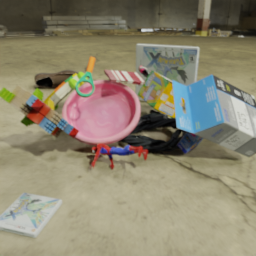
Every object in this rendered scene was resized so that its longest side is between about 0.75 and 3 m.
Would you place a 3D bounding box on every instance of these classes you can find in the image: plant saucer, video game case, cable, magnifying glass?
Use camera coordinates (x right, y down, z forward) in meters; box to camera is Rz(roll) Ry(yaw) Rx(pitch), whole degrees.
[{"bbox_3d":[-0.862,-0.456,9.231,2.534,0.642,2.534,-1,57,2],"label":"plant saucer"},{"bbox_3d":[-2.233,1.921,6.305,1.057,0.128,1.160,6,24,14],"label":"video game case"},{"bbox_3d":[0.881,0.241,9.721,2.641,0.671,2.155,-14,34,-26],"label":"cable"},{"bbox_3d":[1.687,-2.413,12.888,2.917,2.659,0.321,11,25,25],"label":"video game case"},{"bbox_3d":[-1.185,-1.501,8.224,0.545,0.153,1.369,14,64,-9],"label":"magnifying glass"}]

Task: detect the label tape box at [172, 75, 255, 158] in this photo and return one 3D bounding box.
[{"bbox_3d":[2.680,-0.497,8.203,2.698,0.854,1.946,21,47,-22],"label":"label tape box"}]

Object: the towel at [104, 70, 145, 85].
[{"bbox_3d":[-0.129,-1.725,9.561,1.245,0.142,0.897,0,33,-21],"label":"towel"}]

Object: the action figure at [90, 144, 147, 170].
[{"bbox_3d":[-0.386,0.881,7.875,1.737,0.860,0.567,5,-18,33],"label":"action figure"}]

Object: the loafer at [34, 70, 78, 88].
[{"bbox_3d":[-4.036,-2.616,15.939,2.711,0.990,0.963,-6,32,3],"label":"loafer"}]

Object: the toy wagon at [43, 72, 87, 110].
[{"bbox_3d":[-2.684,-1.525,11.920,2.191,0.559,2.823,-37,14,25],"label":"toy wagon"}]

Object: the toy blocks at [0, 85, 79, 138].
[{"bbox_3d":[-2.361,-0.314,7.907,1.493,2.185,1.092,30,79,37],"label":"toy blocks"}]

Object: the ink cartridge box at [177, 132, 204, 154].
[{"bbox_3d":[1.958,0.333,8.487,0.713,1.045,0.399,-24,65,-40],"label":"ink cartridge box"}]

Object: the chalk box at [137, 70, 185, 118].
[{"bbox_3d":[1.279,-1.415,11.149,1.201,1.195,1.930,22,15,-31],"label":"chalk box"}]

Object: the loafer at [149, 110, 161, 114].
[{"bbox_3d":[1.106,-0.531,11.492,0.828,0.261,0.298,10,40,-53],"label":"loafer"}]

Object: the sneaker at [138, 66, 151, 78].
[{"bbox_3d":[0.846,-2.155,11.471,0.982,0.396,0.366,25,25,-17],"label":"sneaker"}]
